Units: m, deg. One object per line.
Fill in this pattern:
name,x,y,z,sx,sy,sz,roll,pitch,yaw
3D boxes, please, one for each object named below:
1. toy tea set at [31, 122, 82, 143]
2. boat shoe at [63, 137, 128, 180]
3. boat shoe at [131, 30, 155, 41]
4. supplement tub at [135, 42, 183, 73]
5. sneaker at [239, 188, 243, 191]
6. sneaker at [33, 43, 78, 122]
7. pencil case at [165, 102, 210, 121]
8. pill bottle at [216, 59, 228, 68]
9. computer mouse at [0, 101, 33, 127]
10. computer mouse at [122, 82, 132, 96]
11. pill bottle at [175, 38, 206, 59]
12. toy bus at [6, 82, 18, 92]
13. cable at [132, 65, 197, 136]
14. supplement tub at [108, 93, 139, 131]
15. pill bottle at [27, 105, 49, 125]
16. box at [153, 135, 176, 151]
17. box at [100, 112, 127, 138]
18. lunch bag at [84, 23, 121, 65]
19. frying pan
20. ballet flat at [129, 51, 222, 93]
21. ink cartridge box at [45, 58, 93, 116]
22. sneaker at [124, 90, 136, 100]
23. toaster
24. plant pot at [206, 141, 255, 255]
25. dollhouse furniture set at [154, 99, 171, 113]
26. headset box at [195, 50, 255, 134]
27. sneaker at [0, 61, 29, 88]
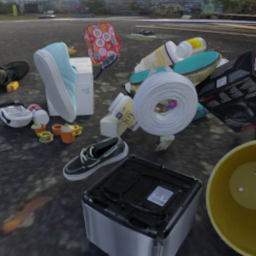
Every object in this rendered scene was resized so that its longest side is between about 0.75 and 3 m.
toy tea set,-2.302,0.029,8.845,1.600,0.592,0.952,1,27,1
boat shoe,-0.822,0.644,6.344,1.637,0.521,0.579,-27,50,8
boat shoe,0.518,-3.366,10.094,0.950,0.321,0.341,-5,-6,-24
supplement tub,1.333,-2.538,11.655,1.830,1.331,1.331,-29,15,26
sneaker,2.860,1.240,6.294,1.684,0.730,0.631,1,28,4
sneaker,-1.779,-1.253,8.133,0.947,2.562,1.050,33,59,28
pencil case,2.225,-0.677,9.988,1.824,0.843,0.776,-19,33,-34
pill bottle,4.172,-2.783,13.953,1.872,1.061,1.061,-18,32,-31
computer mouse,-4.100,-0.440,9.920,1.334,0.534,2.432,-10,23,-34
computer mouse,-0.018,-1.407,9.969,0.192,0.479,0.873,-24,-2,-11
pill bottle,1.970,-2.512,8.920,1.004,0.548,0.548,-25,36,-34
toy bus,-5.441,-1.919,13.129,0.316,0.262,0.806,-1,26,-4
cable,1.023,-0.610,7.601,1.803,1.803,0.624,24,26,-25
supplement tub,0.004,-0.490,8.578,1.054,0.767,0.767,37,31,-2
pill bottle,-3.176,-0.445,9.875,0.520,0.520,0.911,-18,32,-32
box,1.013,0.430,7.894,0.431,0.783,0.136,-9,67,-15
box,-0.293,-0.307,9.413,0.648,0.539,1.577,12,35,20
lunch bag,-0.857,-3.038,10.056,1.220,1.385,0.567,-14,4,-20
frying pan,-0.616,-1.641,7.335,0.901,0.147,0.545,-35,34,9
ballet flat,1.422,-1.467,8.372,2.910,1.029,1.029,-10,19,32
ink cartridge box,-2.233,-1.665,11.031,1.687,1.658,2.292,-3,27,-6
sneaker,0.241,-0.945,10.630,0.515,0.772,1.347,-15,32,-24
toaster,0.235,1.543,5.205,1.734,1.138,1.918,16,31,29
plant pot,2.504,1.222,5.306,2.040,2.040,1.448,7,1,13
dollhouse furniture set,1.305,-1.124,10.396,0.618,1.193,0.528,22,11,3
headset box,3.456,-0.865,8.238,1.815,2.440,0.942,-25,44,46
sneaker,-5.642,-2.480,13.147,1.568,1.046,2.737,8,28,42
